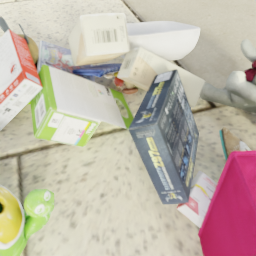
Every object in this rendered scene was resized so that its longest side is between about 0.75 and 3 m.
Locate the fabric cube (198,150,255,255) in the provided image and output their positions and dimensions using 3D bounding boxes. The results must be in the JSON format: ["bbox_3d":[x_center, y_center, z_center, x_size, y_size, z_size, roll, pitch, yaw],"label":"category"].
[{"bbox_3d":[2.979,2.259,4.138,2.895,2.840,2.886,-3,43,-2],"label":"fabric cube"}]

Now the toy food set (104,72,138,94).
[{"bbox_3d":[0.264,-1.606,9.595,2.292,0.749,1.348,-12,18,-17],"label":"toy food set"}]

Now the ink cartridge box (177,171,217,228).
[{"bbox_3d":[1.729,1.539,6.376,0.711,0.412,1.221,39,55,3],"label":"ink cartridge box"}]

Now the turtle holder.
[{"bbox_3d":[-2.774,1.899,5.250,2.450,1.740,1.862,9,45,9],"label":"turtle holder"}]

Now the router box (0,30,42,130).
[{"bbox_3d":[-3.688,-1.184,7.964,2.443,0.597,2.193,-40,56,17],"label":"router box"}]

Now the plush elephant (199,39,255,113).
[{"bbox_3d":[3.937,-1.641,8.364,2.793,2.300,2.162,19,86,-3],"label":"plush elephant"}]

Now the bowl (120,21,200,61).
[{"bbox_3d":[0.777,-3.125,10.173,2.952,1.102,2.947,-13,29,-16],"label":"bowl"}]

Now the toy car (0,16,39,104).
[{"bbox_3d":[-3.564,-2.276,8.992,1.908,2.323,1.832,25,45,23],"label":"toy car"}]

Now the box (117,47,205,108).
[{"bbox_3d":[0.971,-1.452,8.271,2.293,0.891,1.089,21,2,-21],"label":"box"}]

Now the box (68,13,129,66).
[{"bbox_3d":[-1.004,-2.625,8.635,1.292,1.058,2.721,-11,9,-15],"label":"box"}]

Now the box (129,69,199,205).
[{"bbox_3d":[0.986,0.103,6.524,0.667,2.062,2.615,-12,29,27],"label":"box"}]

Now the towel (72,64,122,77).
[{"bbox_3d":[-0.840,-2.031,9.731,1.350,0.222,1.865,11,23,36],"label":"towel"}]

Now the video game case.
[{"bbox_3d":[-2.162,-2.184,9.849,1.962,0.247,2.154,13,39,-25],"label":"video game case"}]

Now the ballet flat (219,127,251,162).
[{"bbox_3d":[2.685,1.034,6.418,0.777,0.839,2.381,-16,64,27],"label":"ballet flat"}]

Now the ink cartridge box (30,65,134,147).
[{"bbox_3d":[-1.264,-0.480,8.268,2.840,1.076,2.099,16,34,-34],"label":"ink cartridge box"}]
